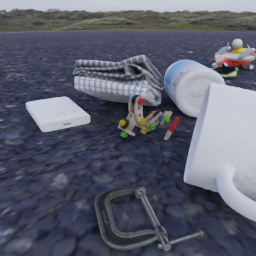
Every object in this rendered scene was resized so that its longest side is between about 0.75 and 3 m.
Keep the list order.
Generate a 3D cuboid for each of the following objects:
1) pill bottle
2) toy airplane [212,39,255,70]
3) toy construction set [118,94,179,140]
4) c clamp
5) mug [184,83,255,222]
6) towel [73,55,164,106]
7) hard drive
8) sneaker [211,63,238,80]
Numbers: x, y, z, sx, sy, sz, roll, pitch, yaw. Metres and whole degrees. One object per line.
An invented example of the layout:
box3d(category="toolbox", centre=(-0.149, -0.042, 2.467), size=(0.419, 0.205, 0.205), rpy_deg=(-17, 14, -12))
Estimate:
box3d(category="pill bottle", centre=(2.023, -1.435, 9.272), size=(1.494, 1.494, 2.747), rpy_deg=(-1, 22, -3))
box3d(category="toy airplane", centre=(5.556, -3.837, 14.761), size=(2.273, 1.604, 2.263), rpy_deg=(9, 23, 27))
box3d(category="toy construction set", centre=(0.428, -0.081, 7.119), size=(1.410, 1.083, 1.176), rpy_deg=(27, -5, 27))
box3d(category="c clamp", centre=(0.169, 1.372, 4.405), size=(1.331, 0.211, 1.558), rpy_deg=(-13, 27, -16))
box3d(category="mug", centre=(2.132, 0.510, 4.485), size=(2.147, 1.808, 2.449), rpy_deg=(14, 36, 10))
box3d(category="towel", centre=(-0.185, -1.440, 8.679), size=(2.234, 1.154, 2.698), rpy_deg=(9, 0, 17))
box3d(category="hard drive", centre=(-2.199, -0.483, 8.577), size=(1.392, 0.277, 2.111), rpy_deg=(-13, 26, -26))
box3d(category="sneaker", centre=(4.420, -2.792, 13.468), size=(1.694, 0.702, 0.608), rpy_deg=(15, 27, 32))
